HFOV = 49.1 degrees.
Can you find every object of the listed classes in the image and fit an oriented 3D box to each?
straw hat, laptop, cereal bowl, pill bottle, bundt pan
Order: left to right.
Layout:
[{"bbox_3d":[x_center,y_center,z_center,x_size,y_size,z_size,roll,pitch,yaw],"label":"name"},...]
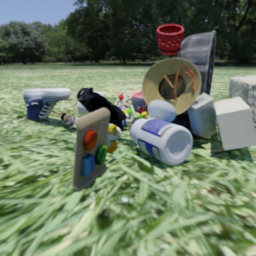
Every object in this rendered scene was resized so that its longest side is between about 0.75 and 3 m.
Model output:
[{"bbox_3d":[-0.678,0.105,9.108,0.922,0.384,0.922,0,16,0],"label":"cereal bowl"},{"bbox_3d":[0.778,0.278,7.295,0.975,0.975,1.629,-9,18,-29],"label":"pill bottle"},{"bbox_3d":[0.931,-0.395,7.990,0.845,0.845,0.352,9,60,30],"label":"cereal bowl"},{"bbox_3d":[1.356,-1.208,8.423,1.768,1.768,0.748,6,7,20],"label":"straw hat"},{"bbox_3d":[1.543,-0.260,8.558,1.435,0.836,1.619,22,46,-13],"label":"laptop"},{"bbox_3d":[2.286,-1.799,9.727,1.136,3.028,3.028,7,16,19],"label":"bundt pan"}]

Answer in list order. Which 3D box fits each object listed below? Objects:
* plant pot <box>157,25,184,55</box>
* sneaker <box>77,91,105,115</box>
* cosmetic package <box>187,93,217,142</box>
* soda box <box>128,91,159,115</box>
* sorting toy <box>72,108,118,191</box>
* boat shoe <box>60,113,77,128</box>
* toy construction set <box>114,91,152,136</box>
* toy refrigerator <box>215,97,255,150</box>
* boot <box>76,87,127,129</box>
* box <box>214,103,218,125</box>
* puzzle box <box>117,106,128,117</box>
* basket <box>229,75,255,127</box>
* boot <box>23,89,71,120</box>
[{"bbox_3d":[1.277,-2.667,8.566,0.805,0.733,0.805,-3,37,2],"label":"plant pot"},{"bbox_3d":[-1.321,-1.031,12.482,1.182,0.927,2.378,7,21,12],"label":"sneaker"},{"bbox_3d":[2.227,-0.302,8.423,0.685,1.302,0.463,-28,38,-13],"label":"cosmetic package"},{"bbox_3d":[1.128,-1.053,10.496,0.840,0.928,2.650,15,29,39],"label":"soda box"},{"bbox_3d":[-0.593,0.336,6.131,0.262,1.457,1.956,10,18,20],"label":"sorting toy"},{"bbox_3d":[-2.166,-0.297,10.131,0.382,0.461,1.284,35,-7,-23],"label":"boat shoe"},{"bbox_3d":[0.276,-0.305,8.596,0.815,1.769,1.160,-9,49,40],"label":"toy construction set"},{"bbox_3d":[2.997,-0.210,8.142,0.903,0.980,2.581,-11,9,18],"label":"toy refrigerator"},{"bbox_3d":[-0.670,-0.492,8.878,2.212,0.819,1.813,37,-2,-24],"label":"boot"},{"bbox_3d":[3.625,-0.587,11.143,1.189,0.651,1.347,0,15,-4],"label":"box"},{"bbox_3d":[0.368,-0.503,10.962,2.481,0.315,1.650,12,28,34],"label":"puzzle box"},{"bbox_3d":[5.094,-1.105,10.987,1.659,1.823,2.689,-3,15,5],"label":"basket"},{"bbox_3d":[-3.149,-0.913,11.000,2.667,1.205,0.970,6,14,42],"label":"boot"}]
